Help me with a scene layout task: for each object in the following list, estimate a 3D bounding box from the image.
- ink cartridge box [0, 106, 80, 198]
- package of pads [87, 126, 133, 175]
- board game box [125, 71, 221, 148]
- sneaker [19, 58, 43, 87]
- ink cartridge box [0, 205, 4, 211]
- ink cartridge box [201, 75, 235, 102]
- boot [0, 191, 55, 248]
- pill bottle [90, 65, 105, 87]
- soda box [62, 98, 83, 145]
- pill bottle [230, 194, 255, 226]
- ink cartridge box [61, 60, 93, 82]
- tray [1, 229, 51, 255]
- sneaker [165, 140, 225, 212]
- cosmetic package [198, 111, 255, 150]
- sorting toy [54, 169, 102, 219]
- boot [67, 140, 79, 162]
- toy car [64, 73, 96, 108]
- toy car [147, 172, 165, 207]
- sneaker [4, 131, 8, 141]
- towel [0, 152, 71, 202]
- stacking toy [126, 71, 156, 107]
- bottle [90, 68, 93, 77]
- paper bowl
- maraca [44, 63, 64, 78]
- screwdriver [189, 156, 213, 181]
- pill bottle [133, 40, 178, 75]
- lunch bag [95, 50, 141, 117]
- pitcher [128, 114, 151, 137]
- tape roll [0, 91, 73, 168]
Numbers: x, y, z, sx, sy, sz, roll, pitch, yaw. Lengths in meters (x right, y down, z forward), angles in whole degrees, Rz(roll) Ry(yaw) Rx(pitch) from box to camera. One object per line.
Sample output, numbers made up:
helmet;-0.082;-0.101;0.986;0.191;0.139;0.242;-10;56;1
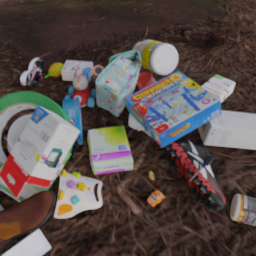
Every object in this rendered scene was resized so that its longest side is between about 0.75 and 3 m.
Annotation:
ink cartridge box;-2.503;0.704;7.816;1.330;0.770;2.289;31;91;40
package of pads;-0.694;0.768;9.997;1.427;0.630;1.847;-7;42;-8
board game box;1.539;-0.778;10.063;2.479;0.693;2.428;-29;44;-12
sneaker;-4.418;-2.564;13.426;0.812;0.756;1.881;18;51;-4
ink cartridge box;-5.273;2.278;7.703;2.677;2.726;0.590;-38;11;-27
ink cartridge box;3.963;-1.704;12.523;0.998;0.576;1.372;33;54;29
boot;-3.272;2.114;6.943;2.293;2.436;0.834;-30;60;3
pill bottle;-1.248;-2.214;12.134;0.728;1.371;0.728;0;78;-1
soda box;-2.205;-0.270;11.041;0.692;0.654;2.039;-6;45;-6
pill bottle;3.777;2.480;8.209;1.365;0.794;0.794;12;46;12
ink cartridge box;-2.451;-2.749;13.570;1.351;0.572;0.976;4;46;6
tray;-2.783;3.371;7.561;1.232;0.137;0.662;-33;95;-24
sneaker;2.389;1.373;9.154;1.369;0.990;2.802;-20;47;-16
cosmetic package;3.798;0.046;10.275;2.157;0.915;1.161;7;38;-6
sorting toy;-1.509;1.999;8.860;1.415;0.840;1.572;10;43;-17
boot;-2.212;0.753;9.904;0.920;0.754;0.340;10;2;22
toy car;-2.057;-1.693;11.956;1.247;1.353;1.197;6;47;7
toy car;0.745;1.927;9.031;0.577;0.391;1.176;-17;47;-13
sneaker;-4.287;0.316;10.632;0.955;0.412;0.384;2;47;1
towel;-2.968;1.254;8.675;1.583;0.326;2.122;35;88;-3
stacking toy;0.725;-1.384;12.346;1.845;0.861;2.038;-35;49;3
bottle;-0.763;-2.482;13.204;2.026;0.661;0.846;10;60;10
paper bowl;-3.333;0.278;9.543;1.788;0.930;1.788;-10;61;19
maraca;-3.571;-2.740;13.542;1.140;0.610;0.782;-42;19;-21
screwdriver;2.197;1.250;8.488;0.198;0.206;1.417;46;53;12
pill bottle;1.074;-3.168;12.325;1.287;1.287;2.282;-19;29;-18
lunch bag;-0.308;-1.896;11.325;1.352;1.889;2.218;29;69;8
pitcher;0.627;-0.147;10.917;1.221;0.740;1.048;5;61;5
tape roll;-3.350;0.316;9.243;2.979;0.716;2.979;0;83;3
